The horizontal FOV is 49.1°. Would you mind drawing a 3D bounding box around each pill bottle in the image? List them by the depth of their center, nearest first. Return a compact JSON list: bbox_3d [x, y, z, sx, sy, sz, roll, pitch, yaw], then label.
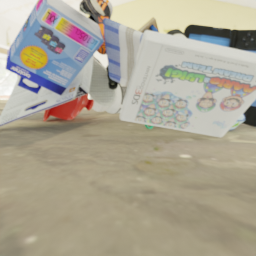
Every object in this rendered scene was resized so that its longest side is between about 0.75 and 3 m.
[{"bbox_3d":[-0.335,-1.512,13.601,2.815,1.638,1.638,-5,9,-36],"label":"pill bottle"}]

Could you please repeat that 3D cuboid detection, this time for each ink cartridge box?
[{"bbox_3d":[-1.803,-1.745,6.484,1.477,2.165,0.826,25,35,-35],"label":"ink cartridge box"},{"bbox_3d":[-2.357,-1.135,8.274,2.709,0.551,2.715,-17,43,18],"label":"ink cartridge box"}]

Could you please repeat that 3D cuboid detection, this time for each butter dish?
[{"bbox_3d":[-2.039,-1.153,10.584,1.559,2.103,2.109,26,20,-10],"label":"butter dish"}]

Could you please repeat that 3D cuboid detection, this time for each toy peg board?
[{"bbox_3d":[0.591,-2.522,8.428,1.103,0.540,1.098,-41,-16,4],"label":"toy peg board"}]

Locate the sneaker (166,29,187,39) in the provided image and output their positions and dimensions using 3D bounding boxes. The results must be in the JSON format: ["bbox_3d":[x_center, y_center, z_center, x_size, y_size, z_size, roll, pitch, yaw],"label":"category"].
[{"bbox_3d":[1.538,-1.387,8.156,1.054,2.860,1.144,-10,17,-11],"label":"sneaker"}]

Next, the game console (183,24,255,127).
[{"bbox_3d":[2.808,-1.559,8.259,1.618,2.735,2.334,-3,18,-31],"label":"game console"}]

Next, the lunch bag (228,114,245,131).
[{"bbox_3d":[2.354,-0.612,7.487,1.192,1.483,0.611,-5,-29,-33],"label":"lunch bag"}]

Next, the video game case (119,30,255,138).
[{"bbox_3d":[1.205,-0.668,5.416,2.411,0.286,2.195,9,-37,-8],"label":"video game case"}]

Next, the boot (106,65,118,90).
[{"bbox_3d":[-0.469,-1.773,8.594,0.388,0.772,1.032,-6,49,-1],"label":"boot"}]

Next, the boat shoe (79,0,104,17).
[{"bbox_3d":[-0.792,-2.447,5.772,0.408,0.473,1.301,-33,28,8],"label":"boat shoe"}]

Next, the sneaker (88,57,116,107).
[{"bbox_3d":[-1.114,-1.758,9.670,0.978,2.494,0.990,-32,-12,5],"label":"sneaker"}]

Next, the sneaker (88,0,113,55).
[{"bbox_3d":[-1.026,-2.876,8.849,0.846,1.222,2.181,18,-27,9],"label":"sneaker"}]

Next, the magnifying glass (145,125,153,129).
[{"bbox_3d":[0.494,-0.369,7.530,0.104,0.928,0.369,4,40,41],"label":"magnifying glass"}]

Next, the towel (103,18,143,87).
[{"bbox_3d":[0.362,-1.310,6.258,2.333,1.713,0.278,33,61,25],"label":"towel"}]
